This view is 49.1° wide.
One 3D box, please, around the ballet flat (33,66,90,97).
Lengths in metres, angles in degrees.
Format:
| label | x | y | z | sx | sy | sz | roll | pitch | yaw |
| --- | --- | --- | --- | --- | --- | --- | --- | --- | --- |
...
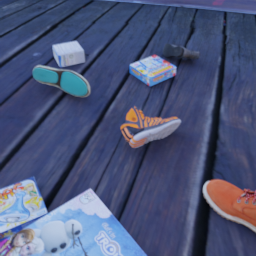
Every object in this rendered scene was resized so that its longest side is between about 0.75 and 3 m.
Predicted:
| label | x | y | z | sx | sy | sz | roll | pitch | yaw |
| --- | --- | --- | --- | --- | --- | --- | --- | --- | --- |
| ballet flat | -2.819 | -2.177 | 12.404 | 2.976 | 1.004 | 0.928 | 22 | 21 | 15 |

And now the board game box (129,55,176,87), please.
| label | x | y | z | sx | sy | sz | roll | pitch | yaw |
| --- | --- | --- | --- | --- | --- | --- | --- | --- | --- |
| board game box | 1.196 | -2.825 | 13.675 | 1.654 | 0.462 | 1.619 | -27 | 46 | -24 |

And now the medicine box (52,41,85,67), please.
| label | x | y | z | sx | sy | sz | roll | pitch | yaw |
| --- | --- | --- | --- | --- | --- | --- | --- | --- | --- |
| medicine box | -3.161 | -3.926 | 14.857 | 1.386 | 0.713 | 1.262 | -17 | 44 | -18 |

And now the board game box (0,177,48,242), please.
| label | x | y | z | sx | sy | sz | roll | pitch | yaw |
| --- | --- | --- | --- | --- | --- | --- | --- | --- | --- |
| board game box | -3.518 | 2.380 | 7.801 | 2.247 | 0.387 | 1.521 | -20 | 42 | -22 |

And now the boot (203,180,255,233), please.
| label | x | y | z | sx | sy | sz | roll | pitch | yaw |
| --- | --- | --- | --- | --- | --- | --- | --- | --- | --- |
| boot | 3.329 | 1.991 | 7.526 | 2.729 | 1.463 | 1.024 | 29 | 50 | 31 |

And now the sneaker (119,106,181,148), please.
| label | x | y | z | sx | sy | sz | roll | pitch | yaw |
| --- | --- | --- | --- | --- | --- | --- | --- | --- | --- |
| sneaker | 0.755 | -0.254 | 10.104 | 2.396 | 0.929 | 1.342 | -16 | 59 | -35 |

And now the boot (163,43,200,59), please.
| label | x | y | z | sx | sy | sz | roll | pitch | yaw |
| --- | --- | --- | --- | --- | --- | --- | --- | --- | --- |
| boot | 2.825 | -4.001 | 15.039 | 1.349 | 0.715 | 2.050 | 4 | 22 | -25 |

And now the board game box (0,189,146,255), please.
| label | x | y | z | sx | sy | sz | roll | pitch | yaw |
| --- | --- | --- | --- | --- | --- | --- | --- | --- | --- |
| board game box | -1.305 | 3.228 | 6.697 | 2.849 | 0.621 | 2.863 | -27 | 48 | -29 |
